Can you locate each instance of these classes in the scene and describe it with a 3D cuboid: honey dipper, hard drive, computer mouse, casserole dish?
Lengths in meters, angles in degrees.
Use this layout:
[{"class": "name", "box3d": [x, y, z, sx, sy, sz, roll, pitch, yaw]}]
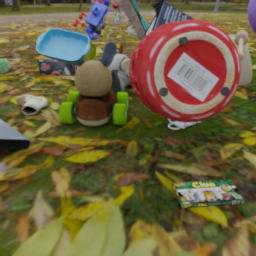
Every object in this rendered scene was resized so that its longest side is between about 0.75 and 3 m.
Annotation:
[{"class": "honey dipper", "box3d": [4.230, -3.096, 10.486, 0.508, 0.508, 2.673, 9, 34, 17]}, {"class": "hard drive", "box3d": [-4.006, 0.123, 8.145, 2.041, 0.336, 1.424, 25, 12, 38]}, {"class": "computer mouse", "box3d": [1.345, -4.716, 11.427, 0.599, 0.865, 0.228, -20, -4, -8]}, {"class": "casserole dish", "box3d": [-1.622, -2.045, 7.111, 1.464, 0.284, 0.887, 17, 67, 15]}]

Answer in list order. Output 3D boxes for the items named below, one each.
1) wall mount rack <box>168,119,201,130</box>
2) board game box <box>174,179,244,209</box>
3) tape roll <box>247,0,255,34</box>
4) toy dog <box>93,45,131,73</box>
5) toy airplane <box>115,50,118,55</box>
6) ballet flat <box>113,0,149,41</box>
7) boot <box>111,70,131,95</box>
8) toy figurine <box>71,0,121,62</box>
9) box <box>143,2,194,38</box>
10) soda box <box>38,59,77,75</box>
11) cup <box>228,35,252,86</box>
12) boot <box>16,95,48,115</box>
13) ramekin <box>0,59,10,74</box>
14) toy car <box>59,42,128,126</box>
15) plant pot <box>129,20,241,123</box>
[{"class": "wall mount rack", "box3d": [1.796, -0.415, 9.536, 1.347, 0.502, 1.171, -18, 32, -32]}, {"class": "board game box", "box3d": [1.783, 1.467, 6.306, 1.367, 0.160, 0.716, -3, 26, -6]}, {"class": "tape roll", "box3d": [3.318, -2.607, 6.150, 1.233, 1.233, 0.524, -7, 14, -14]}, {"class": "toy dog", "box3d": [-1.046, -3.129, 13.546, 1.972, 1.440, 2.990, 5, 22, 43]}, {"class": "toy airplane", "box3d": [-0.896, -4.301, 16.772, 1.016, 0.717, 1.012, -45, 27, -10]}, {"class": "ballet flat", "box3d": [0.228, -4.704, 12.289, 0.955, 2.840, 0.967, -21, 31, 22]}, {"class": "boot", "box3d": [0.064, -2.109, 12.589, 1.516, 0.786, 2.320, 2, 29, -9]}, {"class": "toy figurine", "box3d": [-1.482, -4.044, 10.732, 1.545, 2.928, 1.754, 31, -4, -1]}, {"class": "box", "box3d": [1.613, -2.105, 8.060, 2.460, 1.317, 1.826, 27, 50, -9]}, {"class": "soda box", "box3d": [-3.674, -3.195, 14.663, 1.947, 0.689, 0.616, 5, 25, 11]}, {"class": "cup", "box3d": [4.720, -3.406, 13.676, 2.786, 1.992, 2.786, 0, 28, 0]}, {"class": "boot", "box3d": [-3.755, -0.844, 10.426, 1.263, 0.455, 0.976, 6, 29, 9]}, {"class": "ramekin", "box3d": [-6.615, -3.183, 14.684, 0.835, 0.408, 0.835, -12, 44, 12]}, {"class": "toy car", "box3d": [-1.122, -1.575, 9.419, 2.178, 2.651, 2.092, 1, 28, 2]}, {"class": "plant pot", "box3d": [1.150, -1.194, 5.890, 2.132, 2.132, 1.941, -3, 11, -5]}]
